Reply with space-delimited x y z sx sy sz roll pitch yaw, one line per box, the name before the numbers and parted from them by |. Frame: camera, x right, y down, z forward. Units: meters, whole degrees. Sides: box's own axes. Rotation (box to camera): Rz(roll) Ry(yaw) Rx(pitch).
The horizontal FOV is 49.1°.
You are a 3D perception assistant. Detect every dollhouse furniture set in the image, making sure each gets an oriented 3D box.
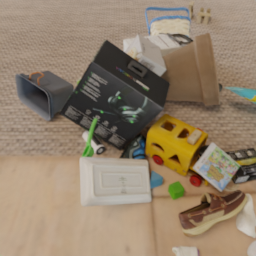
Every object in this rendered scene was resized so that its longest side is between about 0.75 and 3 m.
dollhouse furniture set | 4.120 -6.681 16.123 1.289 0.857 1.130 14 47 13

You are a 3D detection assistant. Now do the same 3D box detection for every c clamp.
c clamp | 2.027 -3.613 11.384 1.084 0.172 1.269 -15 42 -28

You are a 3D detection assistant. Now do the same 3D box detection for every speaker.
speaker | -1.158 0.479 9.335 0.370 0.370 0.912 -26 51 -23

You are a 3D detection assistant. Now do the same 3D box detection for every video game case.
video game case | 2.437 1.078 7.717 1.012 0.112 0.922 40 80 -2

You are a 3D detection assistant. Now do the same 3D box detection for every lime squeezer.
lime squeezer | -0.874 0.804 7.490 0.832 0.444 2.356 -11 70 -22

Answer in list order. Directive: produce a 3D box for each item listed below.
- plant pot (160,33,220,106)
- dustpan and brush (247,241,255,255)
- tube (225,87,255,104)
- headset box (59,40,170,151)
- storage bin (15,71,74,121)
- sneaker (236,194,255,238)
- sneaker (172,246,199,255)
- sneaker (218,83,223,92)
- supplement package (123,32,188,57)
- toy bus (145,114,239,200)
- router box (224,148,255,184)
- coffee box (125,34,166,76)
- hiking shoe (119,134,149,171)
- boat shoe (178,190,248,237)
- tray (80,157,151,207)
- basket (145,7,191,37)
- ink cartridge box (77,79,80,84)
plant pot | 2.146 -1.996 10.622 2.279 2.613 2.613 -9 42 18
dustpan and brush | 3.497 2.959 6.938 0.865 0.355 1.239 36 60 15
tube | 4.948 -1.009 10.026 2.825 0.712 1.094 17 6 -6
headset box | -0.408 -0.920 8.507 2.362 2.713 1.259 31 46 -12
storage bin | -3.095 -1.472 10.659 2.040 1.485 1.370 30 42 27
sneaker | 3.212 2.350 7.478 0.570 0.484 1.287 39 40 -2
sneaker | 1.223 3.416 6.341 0.760 0.571 1.525 4 36 12
sneaker | 2.507 -1.691 10.416 1.954 0.884 0.649 12 44 39
supplement package | 1.199 -2.974 11.935 2.531 1.480 1.485 -11 41 -12
toy bus | 1.830 0.641 8.453 2.651 1.370 2.502 -6 46 -6
router box | 3.564 1.139 8.589 1.254 0.327 0.986 -6 45 -17
coffee box | 0.079 -1.770 9.965 1.019 2.556 1.462 24 39 -25
hiking shoe | 0.217 1.116 8.575 0.959 0.823 2.213 35 43 -6
boat shoe | 2.214 2.037 7.340 2.069 0.746 0.744 -23 89 -16
tray | -0.209 1.379 7.333 2.249 0.249 1.207 8 71 -37
basket | 1.927 -4.797 13.474 2.166 1.709 2.457 0 73 -1
ink cartridge box | -1.430 -1.384 10.384 1.018 0.522 1.378 -32 46 32
